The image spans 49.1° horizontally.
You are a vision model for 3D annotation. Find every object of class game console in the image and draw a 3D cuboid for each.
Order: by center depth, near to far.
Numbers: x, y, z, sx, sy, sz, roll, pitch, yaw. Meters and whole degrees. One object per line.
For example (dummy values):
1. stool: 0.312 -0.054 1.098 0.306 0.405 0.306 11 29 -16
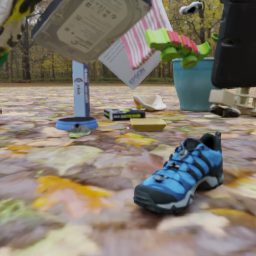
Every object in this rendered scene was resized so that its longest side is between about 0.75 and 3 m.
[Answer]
1. game console: 2.439 -2.120 5.458 2.640 2.322 1.537 -8 27 -24

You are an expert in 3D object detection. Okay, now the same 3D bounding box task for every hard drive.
1. hard drive: -1.050 -2.952 7.624 2.028 0.549 2.903 18 -36 -42

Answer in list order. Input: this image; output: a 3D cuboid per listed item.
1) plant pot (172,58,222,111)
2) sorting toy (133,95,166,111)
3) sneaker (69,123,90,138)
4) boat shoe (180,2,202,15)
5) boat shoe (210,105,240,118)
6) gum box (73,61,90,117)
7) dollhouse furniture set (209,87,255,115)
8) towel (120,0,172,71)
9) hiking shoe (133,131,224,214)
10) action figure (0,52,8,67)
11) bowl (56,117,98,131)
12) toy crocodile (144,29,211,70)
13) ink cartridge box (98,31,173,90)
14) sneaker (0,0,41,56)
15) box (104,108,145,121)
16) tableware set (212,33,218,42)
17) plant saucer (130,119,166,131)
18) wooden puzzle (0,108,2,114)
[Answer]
1. plant pot: 3.371 -2.061 13.466 2.550 2.396 2.550 1 11 0
2. sorting toy: 1.113 -1.099 13.178 1.391 0.743 1.252 -5 19 -33
3. sneaker: -1.300 0.035 7.637 0.324 0.355 0.877 3 11 17
4. boat shoe: 2.115 -3.836 9.111 0.937 0.338 0.332 -29 44 -24
5. boat shoe: 3.811 -0.586 11.089 1.170 0.428 0.379 13 41 22
6. gum box: -2.033 -1.849 12.122 0.642 2.448 2.882 -2 11 -10
7. dollhouse furniture set: 4.681 -2.018 11.082 2.349 2.656 1.476 11 1 -40
8. towel: 0.382 -3.079 8.745 0.366 1.791 2.447 -19 -6 -28
9. hiking shoe: 0.696 0.523 3.742 0.674 0.786 1.813 9 13 39
10. action figure: -3.579 -2.075 7.687 0.484 1.046 1.770 14 -23 -35
11. bowl: -1.634 -0.153 8.946 1.327 0.260 1.327 0 10 0
12. toy crocodile: 0.979 -1.576 5.427 1.664 0.562 0.514 6 -29 -40
13. ink cartridge box: 0.107 -3.407 10.986 2.803 2.752 0.607 39 16 -18
14. sneaker: -2.617 -2.336 5.476 2.614 1.106 0.974 -37 2 28
15. box: -0.164 -0.539 10.901 1.302 0.320 1.348 -6 12 -17
16. tableware set: 3.003 -2.219 7.502 1.006 0.229 1.493 -30 61 -37
17. plant saucer: 0.595 -0.087 8.619 1.025 0.248 1.025 -1 11 -3
18. wooden puzzle: -5.775 -0.390 8.792 2.396 0.482 2.590 -6 8 16
